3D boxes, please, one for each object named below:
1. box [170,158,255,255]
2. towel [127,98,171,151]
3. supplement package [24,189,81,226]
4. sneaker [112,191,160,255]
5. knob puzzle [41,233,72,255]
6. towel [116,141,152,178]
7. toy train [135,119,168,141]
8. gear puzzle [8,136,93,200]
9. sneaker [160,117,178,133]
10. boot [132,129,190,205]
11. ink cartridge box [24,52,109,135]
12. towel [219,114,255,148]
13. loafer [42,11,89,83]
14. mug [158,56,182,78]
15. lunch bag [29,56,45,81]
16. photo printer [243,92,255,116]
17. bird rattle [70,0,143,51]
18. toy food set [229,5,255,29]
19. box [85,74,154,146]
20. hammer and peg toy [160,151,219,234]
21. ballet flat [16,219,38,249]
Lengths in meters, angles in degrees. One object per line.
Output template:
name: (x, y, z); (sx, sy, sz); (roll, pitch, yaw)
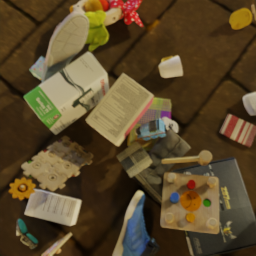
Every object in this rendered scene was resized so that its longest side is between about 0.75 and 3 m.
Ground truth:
box: (2.789, 2.561, 9.176); (2.214, 0.716, 2.808); (-10, 73, -4)
towel: (0.798, -0.123, 10.244); (1.496, 0.237, 2.083); (6, 73, 1)
supplement package: (-2.395, 2.578, 9.096); (1.501, 0.854, 0.822); (13, 75, 4)
sneaker: (0.458, 3.288, 8.839); (1.314, 0.907, 2.363); (17, 78, 11)
knob puzzle: (-2.499, 3.972, 8.381); (1.825, 1.825, 0.253); (-41, 88, -11)
towel: (0.211, 1.031, 9.194); (0.921, 0.159, 0.887); (-34, 82, -9)
toy train: (0.739, 0.071, 9.209); (1.150, 0.657, 0.499); (-14, 63, 35)
gear puzzle: (-2.481, 1.398, 9.019); (1.506, 0.381, 2.907); (32, 42, 15)
sneaker: (1.333, -0.088, 9.995); (0.569, 0.990, 0.372); (-5, 65, 44)
boot: (1.330, 1.360, 9.504); (2.103, 0.763, 1.912); (-42, 89, -16)
ink cartridge box: (-1.964, -1.129, 9.680); (2.594, 1.902, 1.077); (-38, 78, -10)
towel: (4.043, 0.097, 10.240); (1.173, 0.133, 0.845); (27, 77, 9)
loafer: (-2.282, -2.636, 9.388); (1.051, 2.924, 0.919); (5, 41, -40)
mug: (1.591, -2.289, 10.752); (0.787, 0.959, 0.768); (-15, 106, 5)
lunch bag: (-3.122, -2.158, 10.692); (0.932, 0.568, 0.794); (32, 75, 15)
photo printer: (4.824, -0.930, 10.426); (1.004, 0.348, 0.835); (-17, 75, -5)
bird rattle: (-0.942, -4.648, 11.018); (2.995, 1.687, 2.442); (-41, 61, -14)
toy food set: (4.653, -4.491, 11.528); (1.199, 0.392, 0.706); (-25, 99, -5)
box: (-0.256, -0.570, 9.602); (1.318, 1.123, 2.061); (38, 85, 7)
hammer and peg toy: (1.863, 1.907, 8.598); (1.755, 0.841, 2.386); (3, 62, 8)
ballet flat: (-3.389, 3.500, 9.121); (0.398, 0.358, 1.056); (-44, 79, 6)
